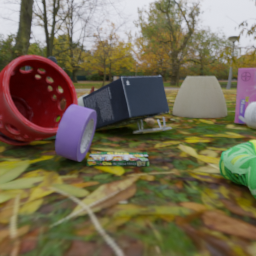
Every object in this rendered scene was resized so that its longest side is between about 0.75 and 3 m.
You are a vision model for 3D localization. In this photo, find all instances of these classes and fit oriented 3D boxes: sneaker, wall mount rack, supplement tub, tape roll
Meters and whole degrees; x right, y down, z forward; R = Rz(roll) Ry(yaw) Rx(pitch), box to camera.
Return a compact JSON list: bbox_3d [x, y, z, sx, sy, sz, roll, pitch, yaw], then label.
[{"bbox_3d":[2.072,0.785,4.871,0.891,0.790,2.132,-14,4,17],"label":"sneaker"},{"bbox_3d":[0.796,-0.084,9.854,1.347,0.502,1.171,-6,-6,-5],"label":"wall mount rack"},{"bbox_3d":[5.148,-0.374,10.026,1.041,1.041,1.577,-5,12,-28],"label":"supplement tub"},{"bbox_3d":[-1.178,0.121,6.461,0.524,1.233,1.233,15,12,5],"label":"tape roll"}]

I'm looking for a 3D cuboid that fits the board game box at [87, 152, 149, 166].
[{"bbox_3d":[-0.224,0.718,6.481,1.367,0.160,0.716,0,8,0],"label":"board game box"}]

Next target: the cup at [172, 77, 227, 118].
[{"bbox_3d":[3.732,-1.664,14.566,2.786,1.992,2.786,0,11,0],"label":"cup"}]

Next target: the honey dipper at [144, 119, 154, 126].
[{"bbox_3d":[0.657,-0.461,11.987,0.508,0.508,2.673,-2,10,-9],"label":"honey dipper"}]

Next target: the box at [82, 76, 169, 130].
[{"bbox_3d":[-0.137,-0.822,9.810,1.826,1.317,2.460,-10,-5,-40],"label":"box"}]

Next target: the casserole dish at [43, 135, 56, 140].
[{"bbox_3d":[-2.755,0.147,9.289,0.887,0.284,1.464,-9,14,-42],"label":"casserole dish"}]

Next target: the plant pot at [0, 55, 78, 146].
[{"bbox_3d":[-2.778,-0.630,7.643,1.941,2.132,2.132,-18,-3,38],"label":"plant pot"}]

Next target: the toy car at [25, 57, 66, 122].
[{"bbox_3d":[-3.211,-1.369,10.699,2.178,2.651,2.092,4,17,21],"label":"toy car"}]

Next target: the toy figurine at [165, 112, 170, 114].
[{"bbox_3d":[0.394,-0.962,13.092,1.754,1.545,2.928,-39,29,-3],"label":"toy figurine"}]

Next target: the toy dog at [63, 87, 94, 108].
[{"bbox_3d":[-2.816,-1.546,15.414,2.990,1.440,1.972,-9,14,-42],"label":"toy dog"}]

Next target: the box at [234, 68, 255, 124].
[{"bbox_3d":[5.842,-1.240,11.293,2.599,2.286,1.256,8,13,36],"label":"box"}]
